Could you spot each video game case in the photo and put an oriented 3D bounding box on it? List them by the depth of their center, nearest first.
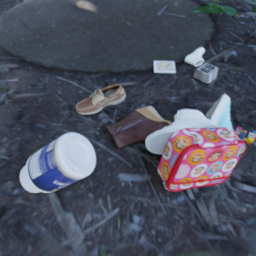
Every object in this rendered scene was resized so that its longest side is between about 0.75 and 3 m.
[{"bbox_3d":[1.862,-3.140,14.426,1.078,0.123,0.981,2,44,2],"label":"video game case"}]

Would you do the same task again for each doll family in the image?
[{"bbox_3d":[4.355,0.357,10.459,0.895,0.556,0.403,17,46,19],"label":"doll family"}]

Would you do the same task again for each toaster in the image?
[{"bbox_3d":[3.783,-2.610,13.545,0.979,0.581,0.885,35,55,30],"label":"toaster"}]

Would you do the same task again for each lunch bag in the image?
[{"bbox_3d":[2.139,1.053,8.524,2.454,2.162,1.005,-2,40,-26],"label":"lunch bag"}]

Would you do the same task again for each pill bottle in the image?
[{"bbox_3d":[-2.192,1.166,8.338,2.375,1.319,1.319,-28,30,35],"label":"pill bottle"}]

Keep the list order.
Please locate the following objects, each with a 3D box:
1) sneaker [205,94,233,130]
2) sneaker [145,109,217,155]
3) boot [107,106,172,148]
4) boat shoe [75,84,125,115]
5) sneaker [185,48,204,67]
[{"bbox_3d":[3.443,0.041,10.512,1.218,1.098,2.972,33,60,-2],"label":"sneaker"},{"bbox_3d":[1.642,0.086,9.620,2.423,0.893,1.400,-12,31,-6],"label":"sneaker"},{"bbox_3d":[0.573,0.316,10.441,2.077,0.903,2.497,-28,48,-14],"label":"boot"},{"bbox_3d":[-1.200,-1.259,11.681,2.200,0.790,0.833,-24,52,-10],"label":"boat shoe"},{"bbox_3d":[3.743,-3.684,14.767,1.391,0.513,0.804,-37,56,-21],"label":"sneaker"}]
